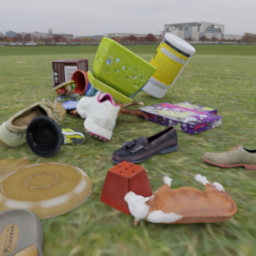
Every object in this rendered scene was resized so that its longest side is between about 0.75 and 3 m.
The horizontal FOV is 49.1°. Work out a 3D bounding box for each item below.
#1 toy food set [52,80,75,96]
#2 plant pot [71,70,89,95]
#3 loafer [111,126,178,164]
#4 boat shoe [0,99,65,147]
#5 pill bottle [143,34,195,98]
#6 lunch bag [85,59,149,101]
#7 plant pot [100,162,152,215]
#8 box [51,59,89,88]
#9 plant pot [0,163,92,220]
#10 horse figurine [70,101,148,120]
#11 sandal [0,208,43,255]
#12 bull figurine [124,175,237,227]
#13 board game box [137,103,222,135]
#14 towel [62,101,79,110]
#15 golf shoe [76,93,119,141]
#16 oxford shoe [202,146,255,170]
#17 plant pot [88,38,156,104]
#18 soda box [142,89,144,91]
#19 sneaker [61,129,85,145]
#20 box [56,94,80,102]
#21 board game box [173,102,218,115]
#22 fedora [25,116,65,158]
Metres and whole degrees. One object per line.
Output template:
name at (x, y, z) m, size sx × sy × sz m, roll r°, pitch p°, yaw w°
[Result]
toy food set at (-3.056, -1.838, 13.750) m, size 1.057 × 0.587 × 1.797 m, roll -27°, pitch 8°, yaw 0°
plant pot at (-2.222, -2.463, 15.267) m, size 1.319 × 1.319 × 1.283 m, roll 16°, pitch 16°, yaw 39°
loafer at (0.464, 0.410, 7.397) m, size 2.076 × 0.654 × 0.746 m, roll -12°, pitch 22°, yaw -32°
boat shoe at (-2.745, -0.266, 8.624) m, size 0.828 × 0.968 × 2.641 m, roll -42°, pitch 2°, yaw 35°
pill bottle at (1.836, -2.973, 13.723) m, size 1.611 × 2.819 × 1.611 m, roll 24°, pitch 28°, yaw -14°
lunch bag at (-0.581, -1.951, 12.360) m, size 1.942 × 2.284 × 1.456 m, roll 0°, pitch 59°, yaw -38°
plant pot at (-0.029, 1.083, 5.364) m, size 0.760 × 0.670 × 0.759 m, roll 14°, pitch 24°, yaw 36°
box at (-3.439, -3.281, 16.922) m, size 1.606 × 1.623 × 1.956 m, roll 3°, pitch 18°, yaw 10°
plant pot at (-1.757, 1.166, 5.747) m, size 2.021 × 0.278 × 2.021 m, roll 1°, pitch 18°, yaw 0°
horse figurine at (-0.623, -0.713, 10.679) m, size 2.762 × 0.689 × 1.831 m, roll 9°, pitch 12°, yaw 37°
sandal at (-1.410, 1.693, 3.291) m, size 1.212 × 0.810 × 2.967 m, roll -5°, pitch 19°, yaw -16°
bull figurine at (0.878, 1.278, 4.886) m, size 1.833 × 0.597 × 1.113 m, roll 2°, pitch 19°, yaw 7°
board game box at (1.826, -0.414, 10.370) m, size 1.639 × 0.441 × 2.730 m, roll -10°, pitch 20°, yaw -40°
towel at (-2.244, -0.967, 11.600) m, size 1.790 × 0.213 × 1.296 m, roll -3°, pitch 15°, yaw 33°
golf shoe at (-0.932, -0.626, 9.136) m, size 1.042 × 1.267 × 2.768 m, roll 22°, pitch 14°, yaw -28°
oxford shoe at (2.571, 0.655, 6.838) m, size 1.453 × 0.543 × 0.512 m, roll 3°, pitch 19°, yaw 8°
plant pot at (-0.363, -1.876, 9.477) m, size 1.757 × 1.602 × 1.765 m, roll 28°, pitch 11°, yaw -22°
soda box at (0.875, -2.365, 16.275) m, size 0.341 × 0.323 × 1.006 m, roll -11°, pitch 22°, yaw -29°
sneaker at (-1.854, 0.253, 8.350) m, size 1.232 × 0.459 × 0.521 m, roll 11°, pitch 13°, yaw 4°
box at (-2.943, -1.501, 13.847) m, size 0.977 × 0.216 × 0.783 m, roll 1°, pitch 18°, yaw 4°
board game box at (2.685, -0.760, 11.583) m, size 1.016 × 0.273 × 1.693 m, roll -7°, pitch 19°, yaw -37°
fedora at (-2.140, 0.222, 7.514) m, size 1.199 × 1.199 × 0.548 m, roll 7°, pitch 4°, yaw 21°
